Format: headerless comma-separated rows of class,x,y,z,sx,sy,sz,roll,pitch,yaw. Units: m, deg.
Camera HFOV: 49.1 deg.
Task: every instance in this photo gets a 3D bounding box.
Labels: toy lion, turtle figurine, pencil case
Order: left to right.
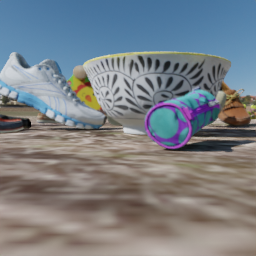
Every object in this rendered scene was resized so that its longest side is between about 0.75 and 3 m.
toy lion,-2.065,-1.213,11.859,2.476,2.373,0.850,-30,-6,-7
pencil case,0.718,-0.155,3.442,0.590,0.543,1.276,-26,-1,34
turtle figurine,4.564,-0.476,10.832,1.624,0.523,1.310,-3,23,39

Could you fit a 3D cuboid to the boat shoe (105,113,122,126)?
boat shoe,0.513,-0.624,9.896,2.661,0.956,0.900,-2,16,-12

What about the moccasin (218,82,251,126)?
moccasin,3.383,-0.954,9.525,0.929,0.981,2.541,-5,36,1

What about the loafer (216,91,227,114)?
loafer,2.470,-0.630,8.519,0.635,0.703,1.859,-43,2,-10

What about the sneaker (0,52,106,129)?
sneaker,-1.835,-0.966,6.993,2.979,1.291,1.117,25,8,-2

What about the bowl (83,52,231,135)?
bowl,0.554,-0.568,5.658,2.882,1.352,2.882,-1,3,0

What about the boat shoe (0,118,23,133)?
boat shoe,-2.990,-0.143,5.763,1.620,0.507,0.576,0,1,-34

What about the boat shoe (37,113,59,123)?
boat shoe,-3.204,-0.444,11.961,1.338,0.480,0.506,-2,3,-31

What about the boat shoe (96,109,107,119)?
boat shoe,-1.330,-0.474,10.638,1.150,0.404,0.405,-8,-24,-3

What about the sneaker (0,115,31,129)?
sneaker,-2.769,-0.142,6.745,0.547,0.385,1.031,-2,1,4
